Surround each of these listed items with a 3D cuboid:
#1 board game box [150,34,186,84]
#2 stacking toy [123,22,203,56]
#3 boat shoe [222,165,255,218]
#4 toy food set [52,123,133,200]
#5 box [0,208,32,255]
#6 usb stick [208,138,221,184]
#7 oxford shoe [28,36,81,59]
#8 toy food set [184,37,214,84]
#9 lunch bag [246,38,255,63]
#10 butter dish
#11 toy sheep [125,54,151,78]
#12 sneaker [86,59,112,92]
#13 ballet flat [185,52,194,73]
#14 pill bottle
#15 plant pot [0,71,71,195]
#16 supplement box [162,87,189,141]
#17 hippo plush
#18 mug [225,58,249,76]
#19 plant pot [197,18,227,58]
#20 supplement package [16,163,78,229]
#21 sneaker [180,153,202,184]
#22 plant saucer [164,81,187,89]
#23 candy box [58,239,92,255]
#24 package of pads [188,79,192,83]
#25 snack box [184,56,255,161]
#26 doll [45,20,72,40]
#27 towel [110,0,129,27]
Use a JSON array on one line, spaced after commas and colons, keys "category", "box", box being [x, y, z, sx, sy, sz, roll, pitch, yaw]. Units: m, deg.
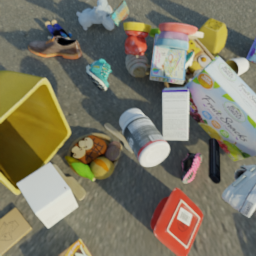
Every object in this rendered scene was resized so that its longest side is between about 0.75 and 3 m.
[{"category": "board game box", "box": [1.577, -2.683, 10.874, 1.286, 0.327, 1.913, 9, 71, 0]}, {"category": "stacking toy", "box": [1.386, -3.293, 10.898, 2.758, 1.165, 2.496, 17, 16, 37]}, {"category": "boat shoe", "box": [3.271, 1.393, 7.457, 0.860, 0.942, 2.618, 29, 38, 29]}, {"category": "toy food set", "box": [-1.129, 0.882, 9.384, 1.881, 0.547, 2.724, 38, 64, 23]}, {"category": "box", "box": [-3.507, 3.011, 8.185, 0.884, 0.115, 1.081, 39, 63, 24]}, {"category": "usb stick", "box": [2.532, 0.924, 8.221, 0.264, 0.448, 1.617, -26, 28, 31]}, {"category": "oxford shoe", "box": [-3.276, -3.674, 12.324, 2.416, 0.881, 0.861, 5, 56, 3]}, {"category": "toy food set", "box": [2.704, -2.793, 11.271, 1.663, 0.700, 2.318, -36, 79, -9]}, {"category": "lunch bag", "box": [6.332, -3.704, 11.251, 2.015, 2.677, 1.259, 28, 60, 18]}, {"category": "butter dish", "box": [1.196, 2.631, 7.943, 1.475, 1.091, 1.471, 45, 62, -22]}, {"category": "toy sheep", "box": [0.375, -2.682, 11.612, 1.032, 1.032, 1.496, -13, 57, -9]}, {"category": "sneaker", "box": [-0.880, -1.736, 8.721, 0.723, 0.704, 1.816, -34, 33, 6]}, {"category": "ballet flat", "box": [2.276, -2.489, 11.161, 0.411, 0.411, 1.183, 39, 91, 23]}, {"category": "pill bottle", "box": [0.375, 0.225, 7.531, 0.869, 0.869, 1.526, -21, 47, -14]}, {"category": "plant pot", "box": [-4.070, -0.133, 8.896, 2.841, 2.759, 2.778, 22, 58, 23]}, {"category": "supplement box", "box": [1.430, -0.426, 8.379, 0.773, 1.495, 0.757, 0, 11, 13]}, {"category": "hippo plush", "box": [-1.555, -5.127, 13.327, 1.435, 1.422, 1.785, -15, 37, 26]}, {"category": "mug", "box": [4.530, -2.629, 11.714, 0.803, 0.783, 0.978, -21, 64, -23]}, {"category": "plant pot", "box": [3.628, -4.040, 12.366, 1.205, 1.241, 1.213, 32, 62, 20]}, {"category": "supplement package", "box": [-2.281, 1.972, 8.093, 1.087, 1.432, 1.079, -34, 62, -21]}, {"category": "sneaker", "box": [1.963, 1.292, 9.244, 0.580, 0.481, 1.217, 13, 53, 36]}, {"category": "plant saucer", "box": [2.891, -1.636, 11.205, 2.972, 0.438, 2.972, 0, 55, -1]}, {"category": "candy box", "box": [-1.628, 3.785, 7.474, 1.434, 0.397, 0.828, -32, 61, -20]}, {"category": "package of pads", "box": [2.781, -1.379, 10.600, 0.835, 0.369, 1.081, -8, 88, 4]}, {"category": "snack box", "box": [3.043, -0.453, 8.613, 2.991, 2.127, 0.792, 46, 67, 2]}, {"category": "doll", "box": [-3.238, -4.378, 13.086, 1.164, 0.413, 1.706, -28, 62, -31]}, {"category": "towel", "box": [-0.283, -4.212, 10.366, 0.111, 1.027, 0.753, 42, 97, 10]}]
